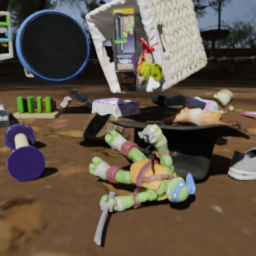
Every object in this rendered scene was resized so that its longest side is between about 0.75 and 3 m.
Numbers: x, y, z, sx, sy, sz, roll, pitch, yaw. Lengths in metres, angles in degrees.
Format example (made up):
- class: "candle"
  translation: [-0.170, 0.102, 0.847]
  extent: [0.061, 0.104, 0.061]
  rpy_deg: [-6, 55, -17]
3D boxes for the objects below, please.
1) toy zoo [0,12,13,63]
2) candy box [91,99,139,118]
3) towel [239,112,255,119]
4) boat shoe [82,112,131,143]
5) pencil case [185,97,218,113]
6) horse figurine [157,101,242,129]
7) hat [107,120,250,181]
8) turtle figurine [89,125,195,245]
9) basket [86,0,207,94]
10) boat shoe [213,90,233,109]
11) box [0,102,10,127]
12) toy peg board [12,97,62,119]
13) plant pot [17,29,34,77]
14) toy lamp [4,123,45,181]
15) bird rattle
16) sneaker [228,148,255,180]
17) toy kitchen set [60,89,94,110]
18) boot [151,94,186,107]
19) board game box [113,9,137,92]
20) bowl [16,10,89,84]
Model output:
- class: "toy zoo"
  translation: [-4.796, -3.146, 9.973]
  extent: [1.217, 1.855, 0.190]
  rpy_deg: [-12, 29, -34]
- class: "candy box"
  translation: [-0.572, -0.912, 12.550]
  extent: [1.437, 0.613, 1.713]
  rpy_deg: [-12, 17, -43]
- class: "towel"
  translation: [5.705, -0.545, 11.977]
  extent: [1.483, 0.169, 1.069]
  rpy_deg: [-2, 10, -15]
- class: "boat shoe"
  translation: [-0.675, 0.081, 7.895]
  extent: [0.789, 0.841, 2.337]
  rpy_deg: [31, -9, -23]
- class: "pencil case"
  translation: [3.146, -0.893, 12.123]
  extent: [0.810, 0.743, 1.787]
  rpy_deg: [-23, 16, -4]
- class: "horse figurine"
  translation: [2.570, -0.389, 9.841]
  extent: [2.654, 0.663, 1.759]
  rpy_deg: [15, 30, 33]
- class: "hat"
  translation: [0.846, 0.419, 5.202]
  extent: [2.555, 1.031, 2.555]
  rpy_deg: [5, -2, 0]
- class: "turtle figurine"
  translation: [-0.039, 0.542, 4.219]
  extent: [1.797, 1.293, 1.742]
  rpy_deg: [-4, 13, -35]
- class: "basket"
  translation: [0.634, -2.929, 9.448]
  extent: [2.406, 2.965, 2.992]
  rpy_deg: [-31, 22, -29]
- class: "boat shoe"
  translation: [2.275, -0.698, 6.576]
  extent: [0.364, 0.406, 1.096]
  rpy_deg: [-40, -1, 16]
- class: "box"
  translation: [-5.863, -0.479, 10.528]
  extent: [2.301, 0.625, 2.872]
  rpy_deg: [-6, 14, -28]
- class: "toy peg board"
  translation: [-3.942, -0.983, 12.335]
  extent: [1.751, 0.857, 1.744]
  rpy_deg: [0, 12, -3]
- class: "plant pot"
  translation: [-3.061, -3.129, 10.981]
  extent: [1.777, 1.779, 1.575]
  rpy_deg: [-1, 31, -2]
- class: "toy lamp"
  translation: [-2.383, 0.387, 6.259]
  extent: [0.762, 0.762, 2.618]
  rpy_deg: [-5, 12, -23]
- class: "bird rattle"
  translation: [0.424, -1.634, 7.176]
  extent: [0.661, 1.174, 0.957]
  rpy_deg: [-4, -25, -24]
- class: "sneaker"
  translation: [2.629, 0.639, 5.415]
  extent: [1.432, 0.587, 0.535]
  rpy_deg: [-5, 13, -21]
- class: "toy kitchen set"
  translation: [-2.545, -1.218, 14.488]
  extent: [1.433, 1.148, 0.844]
  rpy_deg: [38, 17, 2]
- class: "boot"
  translation: [2.255, -1.624, 15.828]
  extent: [1.615, 0.617, 1.357]
  rpy_deg: [-10, 18, -14]
- class: "board game box"
  translation: [-0.053, -2.167, 8.305]
  extent: [0.597, 1.740, 2.105]
  rpy_deg: [-3, -7, 2]
- class: "bowl"
  translation: [-1.408, -1.554, 5.384]
  extent: [1.390, 1.390, 0.273]
  rpy_deg: [-4, 9, -20]
